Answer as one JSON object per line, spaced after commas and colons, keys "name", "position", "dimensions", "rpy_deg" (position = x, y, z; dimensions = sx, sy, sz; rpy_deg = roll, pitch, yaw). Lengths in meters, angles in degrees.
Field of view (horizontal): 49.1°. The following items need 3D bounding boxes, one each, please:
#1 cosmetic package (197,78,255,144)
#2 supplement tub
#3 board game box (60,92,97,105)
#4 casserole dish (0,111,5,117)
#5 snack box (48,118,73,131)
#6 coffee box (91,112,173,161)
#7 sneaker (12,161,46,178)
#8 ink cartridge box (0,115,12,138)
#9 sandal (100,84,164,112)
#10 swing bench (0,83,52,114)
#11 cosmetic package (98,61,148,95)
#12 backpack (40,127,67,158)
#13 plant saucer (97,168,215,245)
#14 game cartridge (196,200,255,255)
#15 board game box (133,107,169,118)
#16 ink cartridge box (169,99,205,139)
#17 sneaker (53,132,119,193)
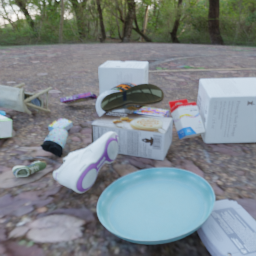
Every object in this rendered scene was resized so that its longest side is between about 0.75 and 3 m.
{"name": "cosmetic package", "position": [4.285, -0.761, 11.592], "dimensions": [2.492, 2.086, 2.073], "rpy_deg": [-1, 29, 2]}
{"name": "supplement tub", "position": [-0.330, -1.319, 13.909], "dimensions": [1.592, 1.592, 2.598], "rpy_deg": [9, 25, 22]}
{"name": "board game box", "position": [-2.701, -1.608, 15.354], "dimensions": [1.750, 0.283, 1.050], "rpy_deg": [-10, -9, 11]}
{"name": "casserole dish", "position": [-6.774, -0.358, 13.199], "dimensions": [1.221, 0.391, 2.016], "rpy_deg": [18, 29, 36]}
{"name": "snack box", "position": [-2.955, -0.075, 12.269], "dimensions": [0.692, 0.278, 0.821], "rpy_deg": [17, 36, 23]}
{"name": "coffee box", "position": [0.182, 0.224, 10.807], "dimensions": [2.802, 1.117, 1.602], "rpy_deg": [8, 24, 18]}
{"name": "sneaker", "position": [-3.131, 1.367, 8.956], "dimensions": [1.061, 0.356, 0.477], "rpy_deg": [-10, 19, -21]}
{"name": "ink cartridge box", "position": [-6.020, -0.136, 11.845], "dimensions": [2.259, 0.760, 1.323], "rpy_deg": [17, 17, 43]}
{"name": "sandal", "position": [0.172, -1.046, 11.231], "dimensions": [2.655, 0.725, 1.085], "rpy_deg": [-14, 51, 18]}
{"name": "swing bench", "position": [-5.348, -1.482, 14.065], "dimensions": [2.084, 1.359, 2.095], "rpy_deg": [13, 14, 24]}
{"name": "cosmetic package", "position": [-0.216, -2.701, 16.545], "dimensions": [2.591, 2.138, 2.136], "rpy_deg": [4, 23, 9]}
{"name": "backpack", "position": [-2.649, 0.479, 10.378], "dimensions": [0.863, 0.655, 1.034], "rpy_deg": [29, 34, -13]}
{"name": "plant saucer", "position": [0.687, 1.930, 7.164], "dimensions": [2.954, 0.405, 2.954], "rpy_deg": [-8, 21, 3]}
{"name": "game cartridge", "position": [2.386, 2.452, 6.423], "dimensions": [1.388, 0.421, 2.082], "rpy_deg": [-2, 22, -14]}
{"name": "board game box", "position": [1.150, -0.669, 14.006], "dimensions": [1.526, 0.342, 1.026], "rpy_deg": [9, 24, 21]}
{"name": "ink cartridge box", "position": [2.333, -0.450, 11.231], "dimensions": [0.947, 1.630, 0.548], "rpy_deg": [-10, -14, -21]}
{"name": "sneaker", "position": [-1.234, 0.849, 8.753], "dimensions": [1.328, 0.998, 2.667], "rpy_deg": [10, 33, 28]}
